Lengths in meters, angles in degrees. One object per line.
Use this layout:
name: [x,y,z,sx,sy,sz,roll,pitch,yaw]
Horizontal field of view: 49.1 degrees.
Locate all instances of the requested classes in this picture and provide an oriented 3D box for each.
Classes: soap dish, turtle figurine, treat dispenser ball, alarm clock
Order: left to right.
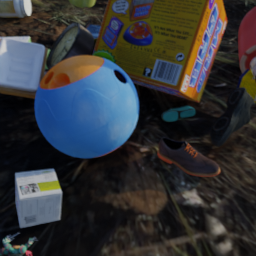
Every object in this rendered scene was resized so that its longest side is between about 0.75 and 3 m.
turtle figurine: [-2.097,2.218,5.184,0.787,0.590,0.396,-22,52,26]
soap dish: [-3.686,-1.987,9.558,1.611,0.831,2.047,8,63,-15]
alarm clock: [-2.136,-2.448,9.892,1.892,0.934,2.806,5,66,50]
treat dispenser ball: [-1.033,-0.524,7.152,2.595,2.595,2.595,0,40,0]

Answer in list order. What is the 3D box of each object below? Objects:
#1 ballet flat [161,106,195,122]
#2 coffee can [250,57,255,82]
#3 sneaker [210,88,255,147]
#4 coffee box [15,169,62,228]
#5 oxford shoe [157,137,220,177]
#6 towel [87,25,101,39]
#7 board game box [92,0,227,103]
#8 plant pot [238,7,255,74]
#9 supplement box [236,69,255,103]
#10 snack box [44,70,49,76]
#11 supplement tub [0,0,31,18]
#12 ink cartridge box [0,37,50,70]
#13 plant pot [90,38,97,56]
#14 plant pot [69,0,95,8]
ballet flat: [1.538,-0.458,8.871,1.165,0.392,0.410,-10,26,-14]
coffee can: [4.368,-1.858,9.068,0.656,0.656,0.896,5,41,6]
sneaker: [2.997,-0.208,7.857,0.812,1.790,0.680,31,0,-23]
coffee box: [-1.931,1.471,5.971,0.827,0.826,0.818,-4,32,-27]
oxford shoe: [1.539,0.739,7.197,1.689,0.613,0.601,19,43,21]
towel: [-1.599,-4.258,13.295,1.252,0.544,2.242,5,40,5]
board game box: [1.069,-2.660,8.673,2.857,2.854,2.855,21,8,24]
plant pot: [5.274,-3.024,10.477,2.562,2.562,2.267,15,53,18]
supplement box: [4.543,-1.345,9.583,1.425,0.776,0.780,27,48,28]
snack box: [-3.783,-1.825,10.493,2.884,0.351,1.037,2,40,2]
supplement tub: [-6.640,-6.996,15.957,1.870,1.350,1.350,1,40,1]
ink cartridge box: [-4.084,-3.005,11.215,2.833,0.679,2.062,-4,38,-3]
plant pot: [-0.853,-2.992,11.254,1.476,1.476,1.578,6,27,8]
plant pot: [-1.960,-6.370,12.239,1.916,1.762,1.916,9,52,-11]
